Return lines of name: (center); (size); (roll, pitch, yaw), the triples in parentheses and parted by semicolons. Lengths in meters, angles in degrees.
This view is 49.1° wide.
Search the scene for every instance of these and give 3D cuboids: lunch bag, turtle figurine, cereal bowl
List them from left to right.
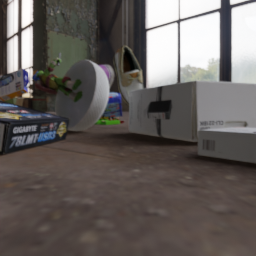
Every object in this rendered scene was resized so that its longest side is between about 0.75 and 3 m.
turtle figurine: (-2.062, -1.604, 8.975); (1.566, 1.162, 1.615); (30, 22, 19)
cereal bowl: (-1.300, -0.908, 8.548); (0.895, 2.150, 2.150); (17, -9, -43)
lunch bag: (-1.394, -1.187, 13.684); (2.121, 1.325, 2.818); (-6, -2, -1)

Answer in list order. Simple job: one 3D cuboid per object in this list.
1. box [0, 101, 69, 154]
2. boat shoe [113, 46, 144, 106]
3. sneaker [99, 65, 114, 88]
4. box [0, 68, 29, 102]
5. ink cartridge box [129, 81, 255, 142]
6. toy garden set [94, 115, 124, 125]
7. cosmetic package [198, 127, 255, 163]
box: (-2.636, -0.156, 5.459); (2.236, 0.560, 2.253); (15, 7, 12)
boat shoe: (0.068, -1.793, 10.074); (0.882, 2.360, 0.807); (-19, -8, -19)
sneaker: (-1.646, -1.111, 10.383); (1.564, 2.742, 0.994); (-25, 60, -41)
box: (-3.230, -1.155, 7.677); (1.211, 0.721, 0.251); (-16, -25, 5)
ink cartridge box: (1.586, -0.415, 7.039); (2.143, 1.244, 2.970); (-2, 5, -25)
toy garden set: (-1.150, -0.406, 12.781); (1.992, 0.398, 1.661); (3, 5, 40)
cosmetic package: (2.024, 0.233, 3.972); (1.231, 0.422, 1.633); (0, 3, -43)
